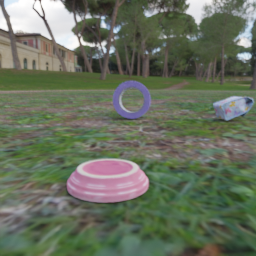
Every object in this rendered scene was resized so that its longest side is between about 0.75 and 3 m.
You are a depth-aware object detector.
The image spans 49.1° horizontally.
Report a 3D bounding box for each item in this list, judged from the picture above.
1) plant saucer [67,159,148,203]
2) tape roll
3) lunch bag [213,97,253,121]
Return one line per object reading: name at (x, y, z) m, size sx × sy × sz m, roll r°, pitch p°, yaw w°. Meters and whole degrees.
plant saucer at (-0.310, 0.746, 4.281) m, size 1.239 × 0.314 × 1.239 m, roll -1°, pitch 9°, yaw 0°
tape roll at (0.163, -1.152, 11.650) m, size 1.534 × 1.534 × 0.652 m, roll 1°, pitch 5°, yaw 5°
lunch bag at (4.248, -0.828, 11.230) m, size 1.285 × 0.817 × 1.090 m, roll -22°, pitch 8°, yaw 1°
